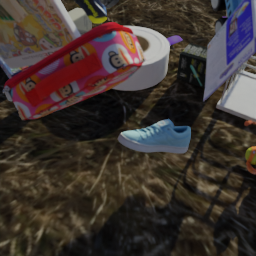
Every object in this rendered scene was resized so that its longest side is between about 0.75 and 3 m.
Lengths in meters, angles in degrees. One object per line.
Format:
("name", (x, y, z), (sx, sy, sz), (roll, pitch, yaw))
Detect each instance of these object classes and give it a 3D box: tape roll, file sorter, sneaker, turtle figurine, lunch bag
("tape roll", (0.020, -2.572, 10.063), (2.858, 0.999, 2.858), (0, 46, 0))
("file sorter", (4.064, -1.467, 8.689), (1.581, 1.419, 2.279), (26, 50, 23))
("sneaker", (-1.370, -4.504, 9.373), (0.771, 2.086, 0.858), (-8, 63, 16))
("turtle figurine", (3.736, 1.031, 6.508), (2.397, 0.957, 2.972), (21, 33, 6))
("sneaker", (0.558, 0.097, 5.537), (1.577, 0.646, 0.583), (4, 20, -30))
("lunch bag", (-0.870, -0.880, 4.708), (2.218, 0.909, 1.954), (-24, 9, 18))

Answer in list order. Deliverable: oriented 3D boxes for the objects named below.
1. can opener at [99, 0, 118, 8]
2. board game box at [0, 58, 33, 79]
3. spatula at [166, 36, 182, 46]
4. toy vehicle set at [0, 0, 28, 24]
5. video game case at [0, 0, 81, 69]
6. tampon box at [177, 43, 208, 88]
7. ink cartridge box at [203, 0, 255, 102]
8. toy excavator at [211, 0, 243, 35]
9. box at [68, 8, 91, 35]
("can opener", (-0.248, -4.223, 8.280), (0.511, 1.530, 0.408), (8, 49, -57))
("board game box", (-3.904, -2.472, 10.257), (1.866, 0.576, 1.867), (32, 54, 27))
("spatula", (1.199, -3.532, 11.567), (2.016, 0.207, 0.570), (-10, 45, -10))
("toy vehicle set", (-2.668, -2.617, 5.474), (0.249, 1.169, 1.881), (-46, 35, -8))
("video game case", (-2.822, -2.794, 6.905), (2.677, 2.942, 0.337), (-4, 52, 24))
("tampon box", (2.510, -2.103, 9.563), (1.379, 1.033, 0.871), (25, 50, 22))
("ink cartridge box", (2.474, -1.821, 6.633), (0.427, 1.949, 1.967), (18, 62, -9))
("toy excavator", (3.336, -2.836, 6.874), (1.487, 2.977, 2.894), (-9, 91, -1))
("box", (-2.508, -4.187, 11.745), (0.744, 0.895, 2.177), (26, 52, 22))
